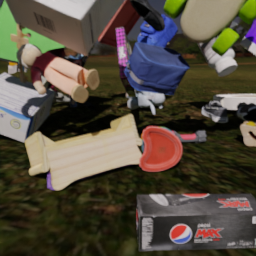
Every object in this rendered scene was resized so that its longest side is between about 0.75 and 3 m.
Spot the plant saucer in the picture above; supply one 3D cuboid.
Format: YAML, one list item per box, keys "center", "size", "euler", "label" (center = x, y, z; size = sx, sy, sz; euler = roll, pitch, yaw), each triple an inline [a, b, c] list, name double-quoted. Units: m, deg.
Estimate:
- center: [-0.234, -3.684, 9.600]
  size: [0.341, 1.855, 1.859]
  euler: [42, 20, 9]
  label: "plant saucer"

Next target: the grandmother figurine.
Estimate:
- center: [-1.511, -1.231, 5.680]
  size: [2.004, 0.607, 1.215]
  euler: [27, 61, 26]
  label: "grandmother figurine"

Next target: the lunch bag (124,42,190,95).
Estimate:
- center: [0.572, -1.298, 6.453]
  size: [1.378, 0.911, 0.936]
  euler: [4, 41, -25]
  label: "lunch bag"

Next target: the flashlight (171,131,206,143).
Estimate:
- center: [1.589, 0.230, 7.759]
  size: [1.090, 0.370, 0.369]
  euler: [-4, -21, 3]
  label: "flashlight"

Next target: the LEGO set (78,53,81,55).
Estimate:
- center: [-1.844, -3.210, 10.411]
  size: [0.207, 0.843, 0.630]
  euler: [-14, 32, -34]
  label: "LEGO set"

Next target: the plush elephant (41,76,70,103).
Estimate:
- center: [-4.085, -2.070, 14.335]
  size: [1.948, 1.508, 1.605]
  euler: [-14, 20, -43]
  label: "plush elephant"

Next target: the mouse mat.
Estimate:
- center: [-2.616, -2.874, 7.774]
  size: [2.102, 2.612, 0.098]
  euler: [12, -20, -3]
  label: "mouse mat"

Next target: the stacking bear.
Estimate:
- center: [0.668, 0.362, 6.554]
  size: [0.893, 0.953, 1.570]
  euler: [5, 8, -3]
  label: "stacking bear"

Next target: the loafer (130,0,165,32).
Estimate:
- center: [0.443, -2.668, 6.570]
  size: [0.398, 0.411, 1.172]
  euler: [-11, -40, 44]
  label: "loafer"

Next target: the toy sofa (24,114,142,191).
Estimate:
- center: [-0.878, 0.500, 5.942]
  size: [2.310, 1.127, 0.957]
  euler: [-14, -3, -34]
  label: "toy sofa"

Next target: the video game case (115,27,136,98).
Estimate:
- center: [-0.054, -2.014, 8.883]
  size: [0.301, 1.680, 1.523]
  euler: [-8, -17, 8]
  label: "video game case"

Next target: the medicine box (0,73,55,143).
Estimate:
- center: [-3.350, -0.650, 8.257]
  size: [1.688, 0.954, 1.853]
  euler: [21, 30, -4]
  label: "medicine box"

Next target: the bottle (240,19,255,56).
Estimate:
- center: [3.271, -2.508, 5.525]
  size: [0.785, 2.404, 1.004]
  euler: [1, 42, -51]
  label: "bottle"

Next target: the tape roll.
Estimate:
- center: [5.212, -1.133, 12.108]
  size: [3.008, 0.550, 3.008]
  euler: [-2, 9, 0]
  label: "tape roll"

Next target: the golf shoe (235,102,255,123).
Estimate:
- center: [5.000, -0.483, 9.929]
  size: [2.172, 0.844, 1.026]
  euler: [-6, 20, 13]
  label: "golf shoe"

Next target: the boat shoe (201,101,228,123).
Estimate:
- center: [3.364, -0.731, 10.914]
  size: [0.698, 0.659, 1.945]
  euler: [0, 15, 1]
  label: "boat shoe"

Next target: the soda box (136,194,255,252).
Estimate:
- center: [0.928, 1.232, 3.732]
  size: [1.630, 0.516, 0.577]
  euler: [0, 15, -2]
  label: "soda box"

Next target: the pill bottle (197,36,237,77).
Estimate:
- center: [3.198, -2.741, 10.067]
  size: [0.951, 1.717, 0.951]
  euler: [-18, -19, -6]
  label: "pill bottle"

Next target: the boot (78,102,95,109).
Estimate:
- center: [-1.922, -0.999, 12.822]
  size: [0.645, 0.257, 0.782]
  euler: [-7, 21, -20]
  label: "boot"

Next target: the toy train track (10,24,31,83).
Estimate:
- center: [-2.550, -1.833, 6.865]
  size: [0.830, 1.447, 0.235]
  euler: [26, 31, 36]
  label: "toy train track"

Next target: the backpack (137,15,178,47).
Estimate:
- center: [1.079, -3.964, 11.767]
  size: [1.241, 1.479, 1.202]
  euler: [32, 2, -46]
  label: "backpack"

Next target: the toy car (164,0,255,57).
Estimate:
- center: [1.862, -2.469, 5.827]
  size: [1.506, 1.446, 1.833]
  euler: [42, 29, 8]
  label: "toy car"

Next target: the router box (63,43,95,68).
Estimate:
- center: [-2.435, -3.497, 11.296]
  size: [2.021, 1.515, 0.628]
  euler: [27, 2, 7]
  label: "router box"

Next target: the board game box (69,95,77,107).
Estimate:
- center: [-2.683, -1.974, 13.439]
  size: [0.309, 1.788, 1.211]
  euler: [-3, 16, -12]
  label: "board game box"

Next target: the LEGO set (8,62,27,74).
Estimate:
- center: [-3.717, -3.154, 10.297]
  size: [1.218, 2.969, 1.132]
  euler: [-1, 37, -25]
  label: "LEGO set"

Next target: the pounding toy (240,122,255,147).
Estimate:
- center: [3.671, 0.137, 7.150]
  size: [1.573, 0.900, 0.903]
  euler: [10, 18, 34]
  label: "pounding toy"

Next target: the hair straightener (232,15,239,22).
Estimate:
- center: [3.112, -3.642, 8.904]
  size: [2.663, 1.025, 0.545]
  euler: [-11, -19, -25]
  label: "hair straightener"

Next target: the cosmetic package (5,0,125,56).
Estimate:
- center: [-1.106, -2.550, 5.214]
  size: [1.656, 1.661, 1.021]
  euler: [26, -21, 8]
  label: "cosmetic package"

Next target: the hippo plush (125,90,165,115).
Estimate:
- center: [0.942, -1.517, 12.342]
  size: [1.482, 1.468, 1.843]
  euler: [-15, 20, -42]
  label: "hippo plush"
